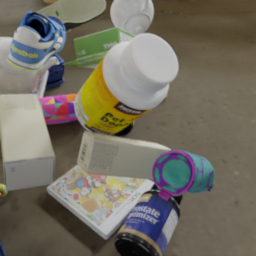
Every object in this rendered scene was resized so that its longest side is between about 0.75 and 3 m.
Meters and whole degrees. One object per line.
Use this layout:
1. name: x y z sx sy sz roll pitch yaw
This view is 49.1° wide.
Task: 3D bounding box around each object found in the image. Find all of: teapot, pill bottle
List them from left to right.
1. teapot: -3.765 -2.060 8.831 2.147 1.589 2.176 45 51 -9
2. pill bottle: -0.128 -0.894 6.474 1.544 2.827 1.544 10 67 -25
3. pill bottle: -0.200 -0.636 10.274 1.034 1.034 1.849 6 38 7
4. teapot: 0.223 -3.743 9.496 1.596 1.617 1.181 -28 62 19
5. pill bottle: 0.583 2.193 6.656 1.089 1.089 1.947 18 42 21

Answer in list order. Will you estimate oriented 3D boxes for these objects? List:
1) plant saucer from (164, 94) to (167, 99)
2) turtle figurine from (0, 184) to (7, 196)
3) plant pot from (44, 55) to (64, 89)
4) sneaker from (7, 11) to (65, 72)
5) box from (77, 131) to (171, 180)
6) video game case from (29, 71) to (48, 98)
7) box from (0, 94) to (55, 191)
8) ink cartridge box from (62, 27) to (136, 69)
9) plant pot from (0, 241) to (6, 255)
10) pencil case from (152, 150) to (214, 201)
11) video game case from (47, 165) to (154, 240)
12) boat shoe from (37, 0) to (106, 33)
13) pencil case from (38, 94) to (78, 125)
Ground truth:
1. plant saucer: 1.240 -1.393 11.943 0.848 0.159 0.848 -1 39 0
2. turtle figurine: -4.349 1.704 7.417 2.807 0.904 2.263 9 39 11
3. plant pot: -3.627 -2.533 12.562 1.307 1.176 1.308 -21 43 -25
4. sneaker: -1.912 -2.154 6.335 0.847 0.942 2.291 18 38 -8
5. box: -0.060 0.584 5.667 1.772 0.728 0.606 12 5 -28
6. video game case: -4.758 -1.559 11.290 2.746 0.247 1.966 5 70 6
7. box: -2.385 0.197 6.389 1.007 0.838 2.451 -4 39 -24
8. ink cartridge box: -0.640 -2.374 8.566 1.491 0.852 2.872 -6 5 25
9. plant pot: -3.402 2.800 4.733 2.722 2.722 2.447 -17 34 -21
10. pencil case: 1.155 0.929 5.533 0.820 0.890 1.926 28 3 29
11. video game case: -0.747 1.711 7.929 2.299 0.263 2.092 27 45 30
12. boat shoe: -1.860 -3.623 8.984 2.576 0.925 0.871 -13 4 16
13. pencil case: -2.573 -0.597 10.183 2.536 1.121 1.121 -12 40 -14
